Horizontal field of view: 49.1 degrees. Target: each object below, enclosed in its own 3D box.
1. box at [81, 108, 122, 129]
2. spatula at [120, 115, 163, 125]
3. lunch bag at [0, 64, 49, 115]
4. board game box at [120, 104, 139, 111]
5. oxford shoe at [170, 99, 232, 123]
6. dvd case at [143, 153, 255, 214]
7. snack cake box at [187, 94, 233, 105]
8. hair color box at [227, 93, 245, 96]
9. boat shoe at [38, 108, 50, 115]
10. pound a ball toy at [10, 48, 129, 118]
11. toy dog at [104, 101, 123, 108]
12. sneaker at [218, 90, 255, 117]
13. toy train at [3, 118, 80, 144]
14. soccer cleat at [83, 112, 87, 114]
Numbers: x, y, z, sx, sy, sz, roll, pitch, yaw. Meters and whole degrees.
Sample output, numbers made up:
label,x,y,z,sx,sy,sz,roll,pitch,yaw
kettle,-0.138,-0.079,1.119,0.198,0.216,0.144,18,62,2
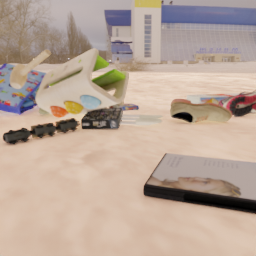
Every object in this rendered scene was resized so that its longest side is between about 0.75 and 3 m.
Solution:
label,x,y,z,sx,sy,sz,roll,pitch,yaw
box,-0.681,-0.278,7.639,0.959,0.261,1.197,-1,18,3
spatula,-0.027,-0.279,8.152,2.043,0.164,1.421,2,15,9
lunch bag,-4.153,-1.253,9.874,1.880,1.175,2.497,14,29,6
board game box,-0.146,-0.744,10.103,0.895,0.154,0.606,-5,14,-21
oxford shoe,2.029,-0.341,7.929,1.722,0.609,0.635,8,49,11
dvd case,1.329,0.719,3.886,1.954,0.171,1.394,5,14,19
snack cake box,2.980,-0.901,9.957,1.568,0.527,0.902,-4,12,-17
hair color box,4.379,-1.093,10.920,1.460,0.473,0.798,-4,13,-7
boat shoe,-2.620,-0.693,9.309,0.458,0.394,1.271,39,10,5
pound a ball toy,-1.719,-1.057,7.315,2.952,1.254,1.925,-10,-30,45
toy dog,-0.629,-0.722,8.671,0.989,0.652,0.476,3,3,39
sneaker,3.967,-0.871,9.207,2.064,0.832,0.771,-5,12,-18
toy train,-1.936,0.051,6.468,0.436,0.324,1.902,-3,8,44
soccer cleat,-1.670,-0.759,9.117,0.772,0.690,1.990,-36,39,-13
